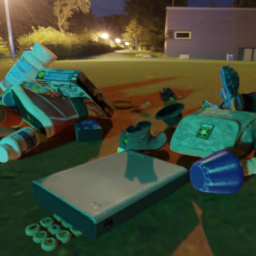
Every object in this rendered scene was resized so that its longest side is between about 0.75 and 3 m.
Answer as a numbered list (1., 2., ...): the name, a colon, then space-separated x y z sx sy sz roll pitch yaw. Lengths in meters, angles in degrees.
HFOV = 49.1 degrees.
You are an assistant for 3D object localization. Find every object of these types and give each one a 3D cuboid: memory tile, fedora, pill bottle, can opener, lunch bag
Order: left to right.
1. pill bottle: -2.779 0.430 6.975 0.586 0.586 1.057 7 24 21
2. pill bottle: -4.331 -2.445 12.336 1.365 2.509 1.365 39 7 -6
3. memory tile: -1.028 1.515 4.330 0.706 0.077 0.921 16 23 43
4. can opener: 1.927 -1.761 14.573 0.625 0.776 1.973 -40 16 3
5. fedora: 1.487 -0.390 9.608 1.182 0.540 1.182 -26 17 8
6. lunch bag: 2.147 0.209 6.943 1.530 1.097 1.866 12 27 41

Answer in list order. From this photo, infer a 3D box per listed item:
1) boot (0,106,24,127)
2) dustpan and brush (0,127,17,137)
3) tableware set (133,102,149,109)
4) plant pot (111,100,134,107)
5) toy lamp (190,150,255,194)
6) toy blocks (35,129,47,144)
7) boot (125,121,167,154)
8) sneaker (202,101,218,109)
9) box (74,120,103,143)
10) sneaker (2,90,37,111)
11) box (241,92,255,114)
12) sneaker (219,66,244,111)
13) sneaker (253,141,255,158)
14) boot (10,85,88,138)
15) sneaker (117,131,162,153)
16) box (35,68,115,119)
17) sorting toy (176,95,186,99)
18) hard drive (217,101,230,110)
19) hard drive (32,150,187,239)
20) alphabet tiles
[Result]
1. boot: -4.676 -0.355 9.442 2.374 0.891 1.273 6 -1 24
2. dustpan and brush: -4.431 0.188 8.092 2.073 0.593 1.447 14 7 22
3. tableware set: 0.521 -0.962 11.961 0.808 0.162 0.534 -5 11 43
4. plant pot: -0.261 -1.116 12.940 1.049 0.144 1.049 -1 17 0
5. toy lamp: 2.610 0.762 5.618 2.984 0.869 0.869 -4 17 -22
6. toy blocks: -2.771 0.206 7.908 0.541 0.396 0.792 3 -14 32
7. boot: 0.490 0.185 6.716 1.253 0.825 0.437 -21 45 -31
8. sneaker: 3.157 -0.731 10.526 0.883 0.347 0.394 39 43 -1
9. box: -1.233 0.085 8.519 0.736 0.411 1.044 -7 18 -15
10. sneaker: -3.183 -0.710 9.693 2.390 0.896 1.010 11 20 -10
11. box: 4.880 -0.550 9.230 1.934 1.202 1.436 -11 20 -29
12. sneaker: 2.670 -1.018 7.530 0.513 1.361 0.534 -34 28 -22
13. sneaker: 3.909 0.295 6.855 1.111 0.999 2.573 19 25 38
14. boot: -2.521 -0.822 9.122 1.836 0.922 2.545 -30 54 -34
15. sneaker: 0.427 0.284 7.375 1.582 0.669 0.589 -14 24 -37
16. box: -1.807 -1.178 10.002 1.757 0.512 2.567 9 -20 28
17. sorting toy: 2.662 -1.654 14.765 0.766 0.113 0.566 -14 21 -37
18. hard drive: 3.372 -0.636 9.967 0.145 0.764 0.534 32 -9 46
19. hard drive: -0.251 1.034 5.224 1.688 0.398 2.419 14 19 40
20. alphabet tiles: -4.064 -1.163 10.877 2.105 0.067 1.751 15 53 20
